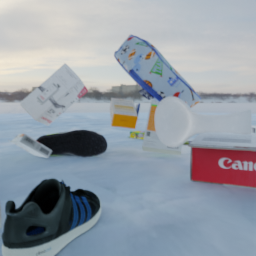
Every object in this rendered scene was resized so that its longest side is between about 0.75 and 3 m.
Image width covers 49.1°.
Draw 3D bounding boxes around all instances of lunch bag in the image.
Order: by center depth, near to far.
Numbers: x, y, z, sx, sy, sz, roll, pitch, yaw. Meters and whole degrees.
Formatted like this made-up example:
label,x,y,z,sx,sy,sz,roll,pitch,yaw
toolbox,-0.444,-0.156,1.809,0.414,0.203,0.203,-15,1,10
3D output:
label,x,y,z,sx,sy,sz,roll,pitch,yaw
lunch bag,0.826,-1.470,8.132,2.261,1.066,2.821,37,16,-34

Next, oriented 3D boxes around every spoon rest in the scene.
label,x,y,z,sx,sy,sz,roll,pitch,yaw
spoon rest,1.371,-0.133,6.095,0.730,1.197,2.409,-4,3,-38

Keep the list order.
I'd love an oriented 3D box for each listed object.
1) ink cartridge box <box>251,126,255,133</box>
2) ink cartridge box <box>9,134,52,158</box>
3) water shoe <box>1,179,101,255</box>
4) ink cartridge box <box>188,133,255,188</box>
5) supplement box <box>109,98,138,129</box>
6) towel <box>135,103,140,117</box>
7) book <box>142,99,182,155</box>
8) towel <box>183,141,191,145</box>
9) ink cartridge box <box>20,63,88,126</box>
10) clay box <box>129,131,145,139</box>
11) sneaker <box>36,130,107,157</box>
label,x,y,z,sx,sy,sz,roll,pitch,yaw
ink cartridge box,4.273,0.357,10.931,1.955,0.821,1.422,-2,6,-19
ink cartridge box,-3.054,0.548,8.689,1.021,0.316,1.259,39,-21,-32
water shoe,-0.866,1.039,3.793,0.705,0.778,1.971,1,5,14
ink cartridge box,2.624,0.713,6.200,2.328,0.976,2.044,2,8,25
supplement box,-0.191,-0.535,10.078,0.864,0.504,1.372,6,30,-10
towel,0.328,-0.597,10.488,0.103,0.633,0.862,12,0,-5
book,1.265,-0.051,9.530,1.272,1.904,0.458,7,-32,11
towel,2.873,0.625,11.856,1.147,0.131,0.824,1,6,7
ink cartridge box,-2.627,-1.134,10.210,2.119,0.877,1.552,-43,-6,-4
clay box,0.736,0.343,13.700,1.455,0.346,0.836,6,7,44
sneaker,-1.888,0.457,9.474,2.511,0.901,1.040,1,5,8
